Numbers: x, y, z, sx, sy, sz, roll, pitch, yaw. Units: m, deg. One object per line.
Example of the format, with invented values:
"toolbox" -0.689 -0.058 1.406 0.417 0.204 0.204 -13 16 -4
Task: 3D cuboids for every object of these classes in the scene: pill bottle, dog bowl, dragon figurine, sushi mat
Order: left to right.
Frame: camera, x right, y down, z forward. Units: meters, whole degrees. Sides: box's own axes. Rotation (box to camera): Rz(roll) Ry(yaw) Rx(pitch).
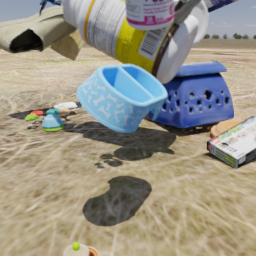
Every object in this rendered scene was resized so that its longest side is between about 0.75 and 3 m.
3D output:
"dragon figurine" -1.916 -3.262 6.769 1.714 0.504 0.852 -10 11 35
"sushi mat" -1.902 -3.485 9.980 0.962 2.011 0.122 27 9 -22
"pill bottle" -0.010 -2.385 6.597 2.978 1.627 1.627 31 28 12
"dog bowl" 0.014 -0.495 3.980 0.942 0.419 1.690 43 27 11
"pill bottle" 0.357 -2.610 4.833 0.898 1.584 0.898 -4 39 3
"pill bottle" 1.083 -3.168 8.406 1.344 1.344 2.322 -15 25 -35
"pill bottle" 2.426 -3.896 8.086 0.956 0.956 1.722 -14 8 -34

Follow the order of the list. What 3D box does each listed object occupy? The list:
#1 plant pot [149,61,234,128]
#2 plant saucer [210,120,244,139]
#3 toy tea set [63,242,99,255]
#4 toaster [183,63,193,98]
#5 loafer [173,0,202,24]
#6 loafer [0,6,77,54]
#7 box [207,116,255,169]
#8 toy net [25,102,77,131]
"plant pot" 1.927 -1.146 8.965 2.032 1.826 2.031 -10 12 -23
"plant saucer" 3.399 0.171 7.847 2.086 0.337 2.086 -1 20 0
"toy tea set" -0.531 1.788 2.869 0.981 0.610 1.649 -8 21 -21
"toaster" 2.733 -2.131 12.707 1.641 1.077 1.815 27 30 21
"loafer" 1.113 -2.390 5.164 0.364 1.043 0.365 10 54 -23
"loafer" -2.764 -2.998 8.944 2.885 1.092 0.985 -26 63 -19
"box" 2.874 0.287 6.838 1.700 0.295 0.936 -24 35 -22
"toy net" -2.484 -0.440 9.503 1.188 0.437 2.265 1 18 10
